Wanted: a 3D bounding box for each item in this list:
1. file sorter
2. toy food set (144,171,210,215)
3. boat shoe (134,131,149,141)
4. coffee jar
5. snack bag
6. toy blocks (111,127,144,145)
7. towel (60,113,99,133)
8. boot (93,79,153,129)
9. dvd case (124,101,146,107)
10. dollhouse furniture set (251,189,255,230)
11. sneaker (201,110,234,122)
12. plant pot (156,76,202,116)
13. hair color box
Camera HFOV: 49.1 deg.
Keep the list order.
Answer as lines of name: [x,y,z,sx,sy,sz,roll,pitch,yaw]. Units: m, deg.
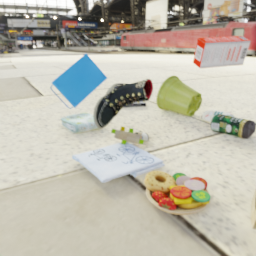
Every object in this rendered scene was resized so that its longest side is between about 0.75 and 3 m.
file sorter: [-1.626,-1.429,8.988,1.459,1.013,0.895,-46,13,-20]
toy food set: [1.424,1.789,7.974,1.846,0.454,1.865,-1,19,-3]
boat shoe: [0.572,0.369,12.082,0.344,0.376,1.006,-12,14,-21]
coffee jar: [4.745,-0.081,12.655,1.812,0.773,0.945,17,26,37]
snack bag: [-0.398,1.179,9.939,2.537,0.272,2.392,-13,23,-33]
toy blocks: [0.058,0.394,11.430,1.362,0.681,0.931,12,-5,14]
towel: [-2.244,-0.293,13.715,1.624,0.457,1.897,-15,25,-33]
boot: [-0.146,-0.812,8.682,1.453,0.694,1.924,-5,43,37]
dvd case: [0.113,-1.733,17.962,1.601,0.263,2.130,-3,21,-11]
dollhouse furniture set: [4.028,2.401,5.849,2.495,1.387,2.207,7,46,16]
sneaker: [4.596,-0.544,14.197,1.656,0.583,0.774,0,14,-8]
plant pot: [2.956,-1.613,15.548,2.074,2.074,1.907,-19,39,-42]
hair color box: [4.080,-3.330,12.286,2.281,1.158,0.698,-7,37,-17]
